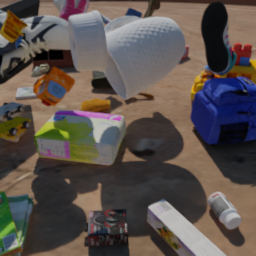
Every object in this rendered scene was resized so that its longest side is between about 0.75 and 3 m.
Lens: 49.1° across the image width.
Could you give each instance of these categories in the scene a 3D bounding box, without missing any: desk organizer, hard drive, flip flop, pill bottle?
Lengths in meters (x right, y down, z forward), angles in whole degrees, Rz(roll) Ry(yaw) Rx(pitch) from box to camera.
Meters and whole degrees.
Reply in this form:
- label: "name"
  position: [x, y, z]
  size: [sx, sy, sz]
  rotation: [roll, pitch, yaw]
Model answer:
- label: "desk organizer"
  position: [-4.080, -4.048, 15.950]
  size: [2.687, 1.035, 0.964]
  rotation: [-5, 31, -9]
- label: "hard drive"
  position: [-4.190, -3.208, 10.476]
  size: [0.476, 2.895, 2.020]
  rotation: [29, 43, 1]
- label: "flip flop"
  position: [1.074, -4.967, 11.557]
  size: [0.444, 1.541, 0.625]
  rotation: [40, 45, 15]
- label: "pill bottle"
  position: [2.174, 1.873, 6.344]
  size: [0.438, 0.438, 0.769]
  rotation: [-8, 31, -13]

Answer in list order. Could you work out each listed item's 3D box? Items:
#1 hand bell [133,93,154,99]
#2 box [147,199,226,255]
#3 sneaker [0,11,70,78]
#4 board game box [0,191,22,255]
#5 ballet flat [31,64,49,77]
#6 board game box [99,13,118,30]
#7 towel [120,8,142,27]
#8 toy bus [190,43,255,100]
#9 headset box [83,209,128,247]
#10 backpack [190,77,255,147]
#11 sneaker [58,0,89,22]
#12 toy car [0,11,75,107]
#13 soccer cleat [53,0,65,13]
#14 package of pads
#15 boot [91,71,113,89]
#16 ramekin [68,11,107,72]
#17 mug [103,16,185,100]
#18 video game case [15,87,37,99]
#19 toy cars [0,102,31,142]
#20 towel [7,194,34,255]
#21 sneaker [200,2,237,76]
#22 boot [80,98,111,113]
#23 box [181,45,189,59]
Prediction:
- label: "hand bell"
  position: [0.511, -1.492, 12.188]
  size: [1.273, 0.663, 0.663]
  rotation: [14, 31, 0]
- label: "box"
  position: [1.286, 2.352, 5.476]
  size: [0.505, 0.472, 2.439]
  rotation: [-20, 35, -30]
- label: "sneaker"
  position: [-2.603, -1.971, 7.135]
  size: [2.691, 1.074, 1.751]
  rotation: [9, 65, -17]
- label: "board game box"
  position: [-2.749, 1.972, 5.657]
  size: [0.802, 0.252, 1.680]
  rotation: [-17, 38, -25]
- label: "ballet flat"
  position: [-4.732, -3.124, 14.999]
  size: [0.479, 0.405, 1.266]
  rotation: [15, 34, 23]
- label: "board game box"
  position: [-1.012, -4.920, 12.827]
  size: [0.772, 0.197, 1.141]
  rotation: [14, 29, -45]
- label: "towel"
  position: [0.087, -4.099, 11.053]
  size: [0.649, 1.163, 0.282]
  rotation: [23, -9, -11]
- label: "toy bus"
  position: [3.947, -2.161, 11.265]
  size: [2.628, 2.523, 1.783]
  rotation: [8, 32, 16]
- label: "headset box"
  position: [-0.478, 2.127, 5.991]
  size: [0.929, 0.348, 0.690]
  rotation: [-2, 30, -3]
- label: "backpack"
  position: [3.552, -0.558, 9.056]
  size: [2.389, 2.005, 1.942]
  rotation: [-1, 37, -9]
- label: "sneaker"
  position: [-1.859, -3.873, 9.649]
  size: [0.941, 2.312, 1.020]
  rotation: [23, 20, -11]
- label: "toy car"
  position: [-2.568, -1.466, 7.271]
  size: [1.341, 2.733, 0.910]
  rotation: [-12, 53, 26]
- label: "soccer cleat"
  position: [-2.430, -4.689, 11.027]
  size: [0.737, 0.825, 2.128]
  rotation: [-26, 18, 8]
- label: "package of pads"
  position: [-1.433, 0.237, 8.756]
  size: [2.468, 0.842, 1.907]
  rotation: [5, 31, 9]
- label: "boot"
  position: [-0.942, -2.551, 13.846]
  size: [1.875, 0.748, 2.062]
  rotation: [2, 23, 0]
- label: "ramekin"
  position: [-0.912, -1.850, 6.112]
  size: [0.628, 1.288, 1.288]
  rotation: [-10, 32, -15]
- label: "mug"
  position: [0.263, -2.424, 8.356]
  size: [2.259, 1.902, 2.577]
  rotation: [-30, 64, -11]
- label: "video game case"
  position: [-4.422, -1.607, 12.650]
  size: [1.161, 0.128, 1.058]
  rotation: [-7, 31, -12]
- label: "toy cars"
  position: [-4.137, -0.180, 9.740]
  size: [1.305, 0.645, 2.912]
  rotation: [-4, 25, -26]
- label: "towel"
  position: [-3.068, 2.488, 5.446]
  size: [2.043, 0.420, 2.739]
  rotation: [-5, 33, -5]
- label: "sneaker"
  position: [3.088, -2.839, 9.452]
  size: [1.001, 2.394, 1.446]
  rotation: [-3, -7, 24]
- label: "boot"
  position: [-1.234, -0.823, 10.871]
  size: [1.082, 0.532, 1.512]
  rotation: [-2, 24, 5]
- label: "box"
  position: [3.194, -4.687, 17.417]
  size: [0.645, 0.673, 1.351]
  rotation: [21, 37, 32]
